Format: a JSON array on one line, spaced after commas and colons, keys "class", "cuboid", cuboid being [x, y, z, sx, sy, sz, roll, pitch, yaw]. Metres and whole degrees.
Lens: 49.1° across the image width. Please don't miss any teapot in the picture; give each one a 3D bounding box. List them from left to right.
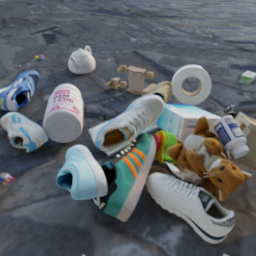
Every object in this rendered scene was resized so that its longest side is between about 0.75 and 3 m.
[{"class": "teapot", "cuboid": [-2.546, -3.749, 15.315, 1.566, 1.159, 1.587, -14, 36, -20]}]

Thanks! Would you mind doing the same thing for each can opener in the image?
[{"class": "can opener", "cuboid": [4.254, -0.587, 10.252, 0.578, 0.725, 2.168, -35, 9, -12]}]

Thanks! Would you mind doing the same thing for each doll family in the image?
[{"class": "doll family", "cuboid": [-3.757, 1.543, 7.954, 0.569, 0.413, 0.917, 11, 45, 26]}]

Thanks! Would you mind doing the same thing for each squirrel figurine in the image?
[{"class": "squirrel figurine", "cuboid": [2.283, 1.067, 7.369, 1.436, 2.029, 1.894, -38, 40, -7]}]

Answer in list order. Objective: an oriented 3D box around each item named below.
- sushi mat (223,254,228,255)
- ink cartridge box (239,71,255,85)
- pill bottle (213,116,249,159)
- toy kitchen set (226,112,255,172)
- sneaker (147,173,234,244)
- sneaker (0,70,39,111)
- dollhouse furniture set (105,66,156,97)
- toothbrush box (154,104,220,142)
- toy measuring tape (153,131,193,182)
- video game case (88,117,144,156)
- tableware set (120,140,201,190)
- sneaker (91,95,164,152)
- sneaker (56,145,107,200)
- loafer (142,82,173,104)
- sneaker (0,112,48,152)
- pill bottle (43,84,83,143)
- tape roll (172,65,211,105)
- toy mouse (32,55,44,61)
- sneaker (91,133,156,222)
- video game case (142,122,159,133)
[{"class": "sushi mat", "cuboid": [3.123, 3.615, 5.451, 2.863, 0.173, 1.370, 16, 37, 23]}, {"class": "ink cartridge box", "cuboid": [6.139, -2.575, 14.359, 0.528, 0.301, 1.016, 27, 43, 34]}, {"class": "pill bottle", "cuboid": [2.759, 0.255, 7.470, 0.587, 0.587, 1.057, -12, 60, -17]}, {"class": "toy kitchen set", "cuboid": [4.748, 0.307, 8.295, 2.820, 2.301, 2.544, 30, 16, 8]}, {"class": "sneaker", "cuboid": [1.546, 1.792, 7.181, 2.448, 0.985, 0.935, 31, 50, 27]}, {"class": "sneaker", "cuboid": [-4.650, -1.612, 12.405, 1.130, 1.016, 2.747, 13, 44, 16]}, {"class": "dollhouse furniture set", "cuboid": [0.093, -2.026, 12.776, 2.337, 1.211, 1.035, 20, 37, 26]}, {"class": "toothbrush box", "cuboid": [2.020, -0.230, 9.810, 1.462, 0.852, 1.997, 0, 17, -22]}, {"class": "toy measuring tape", "cuboid": [1.287, 0.676, 8.437, 0.951, 0.951, 2.586, -11, 18, -15]}, {"class": "video game case", "cuboid": [-0.363, 0.186, 9.868, 1.688, 0.152, 1.209, -26, 62, -33]}, {"class": "tableware set", "cuboid": [1.182, 1.009, 9.110, 2.323, 0.323, 2.781, -15, 37, -19]}, {"class": "sneaker", "cuboid": [0.100, -0.085, 8.370, 2.472, 0.946, 0.998, -34, 23, -4]}, {"class": "sneaker", "cuboid": [-1.420, 1.077, 7.235, 1.006, 0.907, 2.455, -7, 14, -25]}, {"class": "loafer", "cuboid": [1.308, -1.279, 11.882, 2.273, 0.860, 0.776, -39, 28, -32]}, {"class": "sneaker", "cuboid": [-3.922, 0.124, 9.954, 2.280, 0.872, 0.921, 20, 47, 32]}, {"class": "pill bottle", "cuboid": [-2.394, -0.650, 10.612, 1.353, 1.353, 2.387, -4, 34, -6]}, {"class": "tape roll", "cuboid": [2.590, -1.764, 11.512, 1.588, 1.588, 0.555, 5, 21, 7]}, {"class": "toy mouse", "cuboid": [-5.283, -4.257, 16.941, 0.716, 0.156, 0.806, 8, 35, 11]}, {"class": "sneaker", "cuboid": [-0.085, 1.053, 7.885, 1.188, 1.061, 2.972, 30, 44, -6]}, {"class": "video game case", "cuboid": [0.710, -0.214, 11.060, 1.198, 0.137, 1.090, -21, 39, -27]}]
